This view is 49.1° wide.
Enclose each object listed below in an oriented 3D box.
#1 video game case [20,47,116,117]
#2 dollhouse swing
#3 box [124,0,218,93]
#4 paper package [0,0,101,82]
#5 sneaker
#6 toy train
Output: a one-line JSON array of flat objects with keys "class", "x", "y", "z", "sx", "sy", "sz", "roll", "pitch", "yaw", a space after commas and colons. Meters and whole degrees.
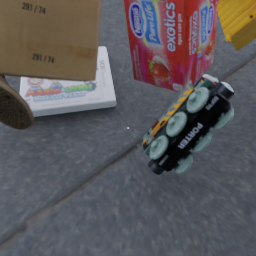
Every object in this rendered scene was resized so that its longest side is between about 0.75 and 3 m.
[{"class": "video game case", "x": -1.951, "y": -1.550, "z": 8.907, "sx": 2.833, "sy": 0.336, "sz": 2.578, "roll": -8, "pitch": 54, "yaw": -5}, {"class": "dollhouse swing", "x": 2.592, "y": -3.520, "z": 7.098, "sx": 1.872, "sy": 1.935, "sz": 2.129, "roll": 8, "pitch": 63, "yaw": -32}, {"class": "box", "x": 0.877, "y": -2.316, "z": 5.569, "sx": 1.364, "sy": 2.857, "sz": 1.424, "roll": 23, "pitch": 51, "yaw": 31}, {"class": "paper package", "x": -1.875, "y": -2.214, "z": 6.077, "sx": 2.384, "sy": 2.272, "sz": 1.233, "roll": 1, "pitch": 19, "yaw": -16}, {"class": "sneaker", "x": -2.508, "y": -0.827, "z": 5.301, "sx": 0.697, "sy": 1.979, "sz": 0.748, "roll": -28, "pitch": 34, "yaw": 18}, {"class": "toy train", "x": 1.038, "y": -0.076, "z": 5.189, "sx": 0.876, "sy": 2.055, "sz": 1.171, "roll": 30, "pitch": 22, "yaw": -19}]
